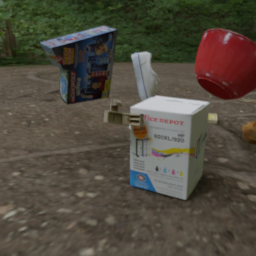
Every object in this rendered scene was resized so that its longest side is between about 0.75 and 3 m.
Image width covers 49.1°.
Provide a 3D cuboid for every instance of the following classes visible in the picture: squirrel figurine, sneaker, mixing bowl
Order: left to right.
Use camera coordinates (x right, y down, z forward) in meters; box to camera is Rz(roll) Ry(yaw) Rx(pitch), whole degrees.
[{"bbox_3d":[0.875,-1.845,11.739,0.967,2.732,0.998,-12,9,7],"label":"sneaker"},{"bbox_3d":[3.561,-2.041,10.268,2.898,1.569,2.898,34,0,0],"label":"mixing bowl"},{"bbox_3d":[3.288,0.012,6.553,1.196,0.846,1.116,-8,12,35],"label":"squirrel figurine"}]

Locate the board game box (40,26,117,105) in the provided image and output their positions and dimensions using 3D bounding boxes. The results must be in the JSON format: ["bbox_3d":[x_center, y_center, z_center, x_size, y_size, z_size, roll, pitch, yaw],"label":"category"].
[{"bbox_3d":[-1.817,-2.333,10.300,2.721,2.723,0.840,-14,33,-41],"label":"board game box"}]

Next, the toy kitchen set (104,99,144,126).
[{"bbox_3d":[-0.101,-0.422,7.431,0.730,0.661,0.810,4,-2,42],"label":"toy kitchen set"}]

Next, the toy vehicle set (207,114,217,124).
[{"bbox_3d":[4.420,-0.542,15.370,0.849,0.181,1.367,5,19,14],"label":"toy vehicle set"}]

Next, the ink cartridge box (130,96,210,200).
[{"bbox_3d":[1.240,0.464,8.495,1.854,2.518,1.821,9,19,27],"label":"ink cartridge box"}]
